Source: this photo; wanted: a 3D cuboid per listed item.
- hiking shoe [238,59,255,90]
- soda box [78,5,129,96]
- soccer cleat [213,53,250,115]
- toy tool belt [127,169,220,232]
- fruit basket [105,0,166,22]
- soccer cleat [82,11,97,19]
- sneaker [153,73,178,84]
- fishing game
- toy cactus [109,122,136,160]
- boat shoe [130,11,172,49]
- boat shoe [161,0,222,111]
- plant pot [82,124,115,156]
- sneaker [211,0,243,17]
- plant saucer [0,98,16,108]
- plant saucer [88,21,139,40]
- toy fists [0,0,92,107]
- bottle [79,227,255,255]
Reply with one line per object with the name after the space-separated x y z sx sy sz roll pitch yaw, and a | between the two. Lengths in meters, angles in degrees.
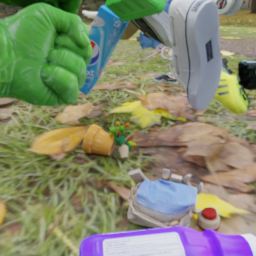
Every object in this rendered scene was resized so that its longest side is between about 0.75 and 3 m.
3.564 -1.168 6.439 1.177 1.010 2.715 -13 27 2 | hiking shoe
-0.957 -2.354 8.594 0.837 2.608 0.885 30 31 -5 | soda box
2.265 -1.028 7.092 1.060 0.820 2.535 -28 34 19 | soccer cleat
0.852 1.324 5.191 1.743 1.071 1.088 6 26 12 | toy tool belt
0.397 -2.924 6.156 1.482 1.069 1.482 8 3 0 | fruit basket
-1.238 -4.212 10.463 0.939 0.364 0.325 18 32 -13 | soccer cleat
1.904 -2.552 14.214 1.276 0.507 0.501 9 28 22 | sneaker
1.029 -3.579 9.816 1.974 2.757 0.428 -34 67 -27 | fishing game
-0.105 0.397 7.644 0.593 1.160 0.957 -17 59 10 | toy cactus
0.700 -2.855 7.793 0.744 0.756 2.099 -6 -22 35 | boat shoe
1.109 -1.336 5.321 0.865 2.342 0.999 -43 51 -15 | boat shoe
-0.759 0.400 7.667 0.726 0.793 0.793 21 29 8 | plant pot
1.403 -2.988 5.898 0.963 0.806 2.176 -3 36 -17 | sneaker
-5.254 -1.089 11.422 1.329 0.196 1.329 0 26 0 | plant saucer
-0.419 -3.717 9.830 1.877 0.455 1.877 -8 -6 -29 | plant saucer
-0.912 -1.212 2.960 1.017 1.996 0.686 -2 -12 -30 | toy fists
0.608 1.934 3.928 2.522 1.054 0.823 -3 25 -7 | bottle
